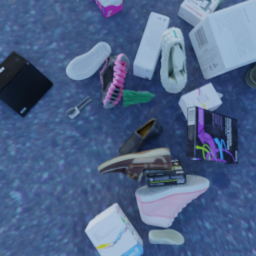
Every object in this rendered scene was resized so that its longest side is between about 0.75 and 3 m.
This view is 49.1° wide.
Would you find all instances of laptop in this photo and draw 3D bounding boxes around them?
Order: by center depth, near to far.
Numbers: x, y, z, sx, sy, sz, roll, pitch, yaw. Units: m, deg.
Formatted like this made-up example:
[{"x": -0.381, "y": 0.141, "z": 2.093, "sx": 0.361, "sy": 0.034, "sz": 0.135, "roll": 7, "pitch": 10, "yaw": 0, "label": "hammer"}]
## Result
[{"x": -4.327, "y": -1.751, "z": 10.978, "sx": 2.019, "sy": 1.043, "sz": 1.789, "roll": 34, "pitch": 79, "yaw": 32, "label": "laptop"}]

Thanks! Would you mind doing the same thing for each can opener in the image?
[{"x": -1.837, "y": -0.767, "z": 10.516, "sx": 1.096, "sy": 0.364, "sz": 0.289, "roll": -37, "pitch": 71, "yaw": 4, "label": "can opener"}]

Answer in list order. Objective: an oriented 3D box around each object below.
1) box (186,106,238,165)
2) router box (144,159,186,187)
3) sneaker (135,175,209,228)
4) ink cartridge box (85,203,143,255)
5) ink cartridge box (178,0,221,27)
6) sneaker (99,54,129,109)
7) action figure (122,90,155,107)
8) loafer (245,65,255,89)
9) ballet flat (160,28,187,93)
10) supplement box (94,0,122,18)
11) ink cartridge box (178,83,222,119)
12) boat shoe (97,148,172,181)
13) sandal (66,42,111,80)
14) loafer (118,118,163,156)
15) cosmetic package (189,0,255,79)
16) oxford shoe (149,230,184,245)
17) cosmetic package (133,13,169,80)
[{"x": 2.982, "y": 0.330, "z": 9.737, "sx": 2.413, "sy": 0.436, "sz": 1.725, "roll": 12, "pitch": 76, "yaw": -36, "label": "box"}, {"x": 1.247, "y": 1.565, "z": 9.811, "sx": 1.357, "sy": 1.017, "sz": 0.421, "roll": -6, "pitch": 113, "yaw": -2, "label": "router box"}, {"x": 1.575, "y": 2.558, "z": 9.736, "sx": 2.679, "sy": 1.008, "sz": 1.401, "roll": -11, "pitch": 104, "yaw": -17, "label": "sneaker"}, {"x": -0.437, "y": 3.568, "z": 9.230, "sx": 1.171, "sy": 1.176, "sz": 1.603, "roll": -35, "pitch": 87, "yaw": -1, "label": "ink cartridge box"}, {"x": 2.925, "y": -4.984, "z": 11.348, "sx": 1.109, "sy": 0.639, "sz": 1.520, "roll": 37, "pitch": 81, "yaw": 7, "label": "ink cartridge box"}, {"x": -0.707, "y": -1.801, "z": 10.750, "sx": 1.031, "sy": 0.854, "sz": 2.161, "roll": 12, "pitch": 82, "yaw": 30, "label": "sneaker"}, {"x": 0.405, "y": -1.157, "z": 10.552, "sx": 1.198, "sy": 0.327, "sz": 0.707, "roll": -4, "pitch": 123, "yaw": -1, "label": "action figure"}, {"x": 5.461, "y": -2.393, "z": 10.759, "sx": 2.224, "sy": 0.775, "sz": 0.836, "roll": -41, "pitch": 81, "yaw": -8, "label": "loafer"}, {"x": 1.610, "y": -2.087, "z": 9.733, "sx": 0.977, "sy": 2.724, "sz": 0.977, "roll": -8, "pitch": 47, "yaw": 9, "label": "ballet flat"}, {"x": -0.977, "y": -5.477, "z": 11.354, "sx": 0.847, "sy": 0.829, "sz": 1.639, "roll": -32, "pitch": 80, "yaw": -6, "label": "supplement box"}, {"x": 2.720, "y": -0.960, "z": 10.403, "sx": 1.375, "sy": 0.884, "sz": 0.861, "roll": -25, "pitch": 79, "yaw": -4, "label": "ink cartridge box"}, {"x": 0.240, "y": 1.288, "z": 8.963, "sx": 2.385, "sy": 0.860, "sz": 0.858, "roll": -11, "pitch": 76, "yaw": -5, "label": "boat shoe"}, {"x": -1.494, "y": -2.525, "z": 10.962, "sx": 2.110, "sy": 0.518, "sz": 0.858, "roll": -41, "pitch": 96, "yaw": -20, "label": "sandal"}, {"x": 0.364, "y": 0.338, "z": 10.128, "sx": 1.913, "sy": 0.692, "sz": 0.696, "roll": -41, "pitch": 50, "yaw": -7, "label": "loafer"}, {"x": 3.850, "y": -3.179, "z": 10.120, "sx": 2.349, "sy": 1.966, "sz": 1.954, "roll": -21, "pitch": 92, "yaw": -5, "label": "cosmetic package"}, {"x": 1.221, "y": 3.601, "z": 9.153, "sx": 1.283, "sy": 0.370, "sz": 0.482, "roll": 11, "pitch": 36, "yaw": -19, "label": "oxford shoe"}, {"x": 0.862, "y": -3.081, "z": 10.706, "sx": 0.805, "sy": 1.105, "sz": 2.174, "roll": 19, "pitch": 80, "yaw": 4, "label": "cosmetic package"}]
